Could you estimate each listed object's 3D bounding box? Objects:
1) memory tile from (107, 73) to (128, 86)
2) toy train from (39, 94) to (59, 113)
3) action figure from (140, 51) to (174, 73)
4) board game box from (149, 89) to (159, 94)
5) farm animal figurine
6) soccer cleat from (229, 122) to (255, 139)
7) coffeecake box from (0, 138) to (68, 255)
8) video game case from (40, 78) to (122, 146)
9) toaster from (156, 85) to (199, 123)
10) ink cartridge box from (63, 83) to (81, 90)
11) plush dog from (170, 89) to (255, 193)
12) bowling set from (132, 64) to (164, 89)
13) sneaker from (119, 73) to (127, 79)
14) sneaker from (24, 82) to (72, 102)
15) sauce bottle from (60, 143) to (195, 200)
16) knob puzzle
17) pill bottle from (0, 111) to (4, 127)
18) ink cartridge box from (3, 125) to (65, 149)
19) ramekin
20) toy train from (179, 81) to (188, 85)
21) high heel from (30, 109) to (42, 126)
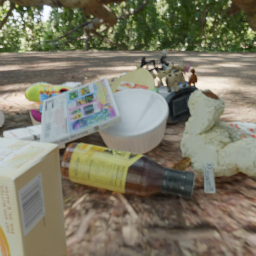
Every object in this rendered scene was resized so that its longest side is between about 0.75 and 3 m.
[{"bbox_3d":[-0.346,-1.717,11.911,2.660,0.223,2.038,-15,38,11],"label":"memory tile"},{"bbox_3d":[-3.225,-1.025,11.681,0.899,0.682,1.573,0,18,-18],"label":"toy train"},{"bbox_3d":[1.436,-2.617,11.797,1.745,1.037,0.890,-8,-22,-29],"label":"action figure"},{"bbox_3d":[0.235,-0.772,9.963,1.657,0.241,1.115,-4,59,29],"label":"board game box"},{"bbox_3d":[1.719,-1.990,10.074,1.328,0.827,1.645,-21,28,0],"label":"farm animal figurine"},{"bbox_3d":[3.794,0.182,8.252,0.739,0.660,1.905,-4,16,-18],"label":"soccer cleat"},{"bbox_3d":[-2.136,1.110,3.555,2.499,1.919,0.913,5,20,14],"label":"coffeecake box"},{"bbox_3d":[-1.283,-0.453,7.212,1.945,0.253,2.136,-20,36,0],"label":"video game case"},{"bbox_3d":[1.589,-0.945,10.605,2.126,1.208,1.373,-24,25,-31],"label":"toaster"},{"bbox_3d":[-3.059,-2.072,14.897,0.871,0.507,1.196,3,18,8],"label":"ink cartridge box"},{"bbox_3d":[1.991,0.465,6.338,2.234,1.793,1.919,53,23,25],"label":"plush dog"},{"bbox_3d":[1.191,-2.203,13.683,1.525,1.177,2.192,3,42,-48],"label":"bowling set"},{"bbox_3d":[-0.228,-1.711,12.724,1.351,0.883,2.416,-37,32,-12],"label":"sneaker"},{"bbox_3d":[-3.533,-1.580,12.904,2.330,0.911,1.052,-11,24,-29],"label":"sneaker"},{"bbox_3d":[-0.014,0.918,5.730,2.651,0.875,0.875,10,21,9],"label":"sauce bottle"},{"bbox_3d":[0.161,-1.319,10.775,2.486,2.486,0.345,16,-19,39],"label":"knob puzzle"},{"bbox_3d":[-4.992,-0.341,9.461,1.431,0.796,0.796,4,19,14],"label":"pill bottle"},{"bbox_3d":[-2.606,0.336,7.766,1.371,0.578,0.992,-14,18,-34],"label":"ink cartridge box"},{"bbox_3d":[0.111,-0.131,7.757,2.060,0.959,2.060,-7,41,6],"label":"ramekin"},{"bbox_3d":[2.573,-1.580,12.577,0.738,0.973,1.703,-22,21,-4],"label":"toy train"},{"bbox_3d":[-2.770,-0.230,9.446,0.842,0.591,1.752,-19,39,-20],"label":"high heel"}]
